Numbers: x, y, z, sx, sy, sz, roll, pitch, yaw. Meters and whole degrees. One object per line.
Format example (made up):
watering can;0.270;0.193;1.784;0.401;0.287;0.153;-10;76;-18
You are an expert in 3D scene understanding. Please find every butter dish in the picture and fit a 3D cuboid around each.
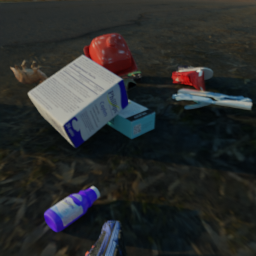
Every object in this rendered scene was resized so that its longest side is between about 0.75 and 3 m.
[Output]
butter dish;-0.660;-2.971;10.842;1.814;1.341;1.809;-18;69;-14

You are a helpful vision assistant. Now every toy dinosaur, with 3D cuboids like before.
toy dinosaur;-3.658;-1.893;10.516;1.616;1.095;0.694;3;32;-3

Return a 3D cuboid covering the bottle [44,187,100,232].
bottle;-1.096;1.606;5.705;0.488;0.381;1.168;24;38;37

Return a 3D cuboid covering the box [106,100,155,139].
box;-0.322;-0.518;9.166;0.998;0.596;2.426;-23;37;-34

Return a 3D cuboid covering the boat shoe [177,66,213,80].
boat shoe;2.981;-2.570;12.704;1.599;0.597;0.742;1;38;3

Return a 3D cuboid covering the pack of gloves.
pack of gloves;3.005;-0.898;10.132;2.693;0.531;2.262;12;17;22

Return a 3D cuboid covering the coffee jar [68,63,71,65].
coffee jar;-2.213;-2.091;11.505;0.694;0.568;1.330;13;45;-20

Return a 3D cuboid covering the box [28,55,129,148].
box;-1.423;-0.846;8.267;2.144;1.125;1.971;-40;54;-18

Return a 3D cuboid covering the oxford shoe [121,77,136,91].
oxford shoe;-0.324;-1.713;11.302;1.567;0.552;0.586;-26;42;-37

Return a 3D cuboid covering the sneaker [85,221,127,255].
sneaker;-0.678;2.301;4.016;0.991;0.952;2.527;4;28;18

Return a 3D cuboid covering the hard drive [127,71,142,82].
hard drive;0.288;-2.312;12.639;0.650;0.176;0.931;-4;29;4

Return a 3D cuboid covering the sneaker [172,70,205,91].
sneaker;2.439;-1.906;11.464;1.252;0.849;2.167;-4;12;11
